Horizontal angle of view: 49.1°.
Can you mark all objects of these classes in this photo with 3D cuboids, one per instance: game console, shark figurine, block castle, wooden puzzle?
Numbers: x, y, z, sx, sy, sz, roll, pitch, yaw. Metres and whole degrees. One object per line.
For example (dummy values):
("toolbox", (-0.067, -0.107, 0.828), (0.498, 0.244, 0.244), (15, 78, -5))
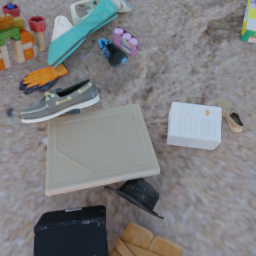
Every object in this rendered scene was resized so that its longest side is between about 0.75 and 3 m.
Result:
("game console", (-1.129, 2.224, 5.723), (1.410, 1.240, 0.820), (-6, 93, -4))
("shark figurine", (-1.025, -5.035, 8.785), (1.744, 2.918, 1.218), (-5, 44, 18))
("block castle", (-3.677, -2.555, 7.534), (1.771, 1.243, 2.650), (31, 48, 26))
("wooden puzzle", (-0.679, 0.413, 6.506), (2.353, 0.474, 2.544), (-10, 40, -4))

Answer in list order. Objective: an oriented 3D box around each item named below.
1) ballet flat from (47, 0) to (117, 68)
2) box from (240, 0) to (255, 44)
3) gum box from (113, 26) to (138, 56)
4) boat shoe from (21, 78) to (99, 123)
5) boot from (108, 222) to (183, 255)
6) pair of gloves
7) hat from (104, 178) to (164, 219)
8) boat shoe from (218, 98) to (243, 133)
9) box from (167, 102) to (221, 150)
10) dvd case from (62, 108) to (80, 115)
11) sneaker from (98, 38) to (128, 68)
("ballet flat", (-1.540, -3.007, 8.264), (2.947, 0.992, 1.037), (-49, 116, -23))
("box", (4.461, -3.634, 9.011), (1.314, 0.542, 2.240), (16, 66, 9))
("gum box", (-0.057, -2.621, 8.470), (0.860, 0.488, 0.284), (41, 73, 19))
("boat shoe", (-1.658, -0.659, 6.719), (1.923, 0.575, 0.687), (-21, 28, -15))
("boot", (0.568, 3.160, 5.127), (2.635, 0.971, 2.039), (30, 62, 12))
("pair of gloves", (-2.189, -1.059, 7.745), (1.487, 0.206, 1.670), (-25, 62, -11))
("hat", (0.221, 1.328, 5.814), (1.408, 1.408, 0.568), (26, 78, 13))
("boat shoe", (2.723, -0.391, 7.360), (0.380, 0.344, 1.068), (-18, 63, -9))
("box", (1.622, -0.038, 6.954), (1.206, 0.642, 0.919), (8, 68, 4))
("dvd case", (-1.746, -0.672, 7.665), (0.889, 0.071, 0.661), (4, 62, 3))
("sneaker", (-0.480, -2.123, 7.888), (0.502, 0.562, 1.371), (-41, 39, -5))
